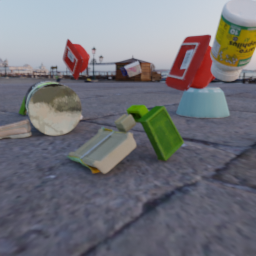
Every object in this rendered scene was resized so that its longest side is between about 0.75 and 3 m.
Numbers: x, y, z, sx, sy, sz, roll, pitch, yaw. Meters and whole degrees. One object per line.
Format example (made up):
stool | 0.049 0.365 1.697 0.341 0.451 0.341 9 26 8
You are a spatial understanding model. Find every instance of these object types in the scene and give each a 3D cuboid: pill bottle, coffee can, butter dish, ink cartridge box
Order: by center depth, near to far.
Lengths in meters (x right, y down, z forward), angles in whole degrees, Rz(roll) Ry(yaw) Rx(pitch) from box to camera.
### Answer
pill bottle | 2.820 -2.235 7.418 1.104 1.957 1.104 0 52 0
butter dish | 2.537 -2.156 10.139 1.494 2.021 2.015 20 9 -20
coffee can | -2.916 -0.836 10.634 1.813 1.813 2.477 -5 13 -22
butter dish | -2.119 -3.027 12.187 0.993 1.344 1.340 -23 -21 -34
ink cartridge box | 0.152 -2.965 14.468 0.993 0.215 0.975 -21 -17 5

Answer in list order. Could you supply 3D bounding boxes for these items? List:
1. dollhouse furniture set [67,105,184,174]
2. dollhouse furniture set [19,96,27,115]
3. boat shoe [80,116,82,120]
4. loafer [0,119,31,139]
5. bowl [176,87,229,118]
dollhouse furniture set | -0.068 0.548 7.128 2.390 1.199 1.565 -39 23 -25
dollhouse furniture set | -4.104 -0.782 13.980 2.394 0.924 1.196 18 2 -8
boat shoe | -3.105 -0.760 12.927 2.201 0.768 0.780 29 -5 18
loafer | -4.247 0.052 9.320 1.914 0.602 0.688 -4 12 -20
bowl | 3.819 -1.375 14.305 2.661 1.392 2.661 0 11 0
